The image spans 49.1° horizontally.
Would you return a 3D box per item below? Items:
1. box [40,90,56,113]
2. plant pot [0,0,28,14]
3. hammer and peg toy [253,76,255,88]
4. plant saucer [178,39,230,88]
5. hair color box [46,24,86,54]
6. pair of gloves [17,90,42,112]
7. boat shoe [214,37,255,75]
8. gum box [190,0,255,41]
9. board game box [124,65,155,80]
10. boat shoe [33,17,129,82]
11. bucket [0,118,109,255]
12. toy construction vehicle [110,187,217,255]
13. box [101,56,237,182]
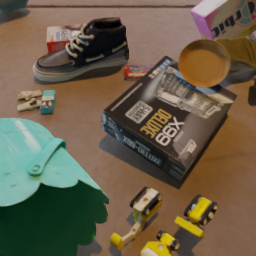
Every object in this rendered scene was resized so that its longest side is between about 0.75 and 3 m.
[{"bbox_3d":[-2.146,-0.717,7.537,0.312,0.187,0.759,-3,44,-5],"label":"box"},{"bbox_3d":[-4.882,-5.590,11.017,1.646,1.681,1.651,-35,61,-20],"label":"plant pot"},{"bbox_3d":[4.123,-1.172,7.474,1.380,1.015,0.487,21,93,9],"label":"hammer and peg toy"},{"bbox_3d":[1.829,-1.550,6.824,1.222,0.216,1.222,-1,83,6],"label":"plant saucer"},{"bbox_3d":[-1.715,-2.971,9.416,1.914,0.612,1.061,-7,46,-8],"label":"hair color box"},{"bbox_3d":[-2.698,-0.780,7.658,0.664,0.137,0.781,-11,47,-10],"label":"pair of gloves"},{"bbox_3d":[2.993,-2.057,8.216,2.549,0.872,0.953,-3,76,-35],"label":"boat shoe"},{"bbox_3d":[3.478,-3.723,8.658,2.682,1.522,0.887,-36,39,6],"label":"gum box"},{"bbox_3d":[0.378,-1.677,8.456,0.977,0.095,0.503,0,63,0],"label":"board game box"},{"bbox_3d":[-1.394,-2.393,8.224,2.980,1.382,1.113,-19,58,-16],"label":"boat shoe"},{"bbox_3d":[-1.699,1.178,4.179,2.532,2.532,1.647,-27,54,-23],"label":"bucket"},{"bbox_3d":[0.614,1.698,4.843,1.332,0.539,1.530,18,46,37],"label":"toy construction vehicle"},{"bbox_3d":[1.034,-0.385,6.689,2.156,0.680,2.734,34,55,16],"label":"box"}]
